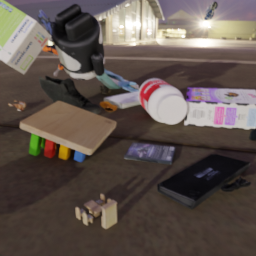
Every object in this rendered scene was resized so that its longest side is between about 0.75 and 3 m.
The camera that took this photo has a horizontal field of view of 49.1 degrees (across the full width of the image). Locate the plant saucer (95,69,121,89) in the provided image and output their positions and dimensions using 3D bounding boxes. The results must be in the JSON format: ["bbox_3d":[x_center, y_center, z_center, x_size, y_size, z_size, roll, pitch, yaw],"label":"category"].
[{"bbox_3d":[-1.582,-3.094,15.386,0.530,2.951,2.951,-43,21,8],"label":"plant saucer"}]

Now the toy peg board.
[{"bbox_3d":[-1.860,0.283,8.983,2.258,1.109,2.267,20,26,8],"label":"toy peg board"}]

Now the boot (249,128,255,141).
[{"bbox_3d":[4.769,0.296,9.426,1.092,0.417,0.917,-6,17,-33],"label":"boot"}]

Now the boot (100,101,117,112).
[{"bbox_3d":[-0.990,-0.973,12.875,0.938,0.330,0.672,12,20,16],"label":"boot"}]

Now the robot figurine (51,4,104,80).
[{"bbox_3d":[-1.600,-2.673,9.159,1.567,2.511,1.886,-4,63,-1],"label":"robot figurine"}]

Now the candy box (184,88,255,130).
[{"bbox_3d":[3.883,-0.877,11.614,2.943,1.053,2.469,4,21,13],"label":"candy box"}]

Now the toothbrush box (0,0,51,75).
[{"bbox_3d":[-3.410,-2.661,7.959,1.911,1.391,0.823,34,-1,20],"label":"toothbrush box"}]

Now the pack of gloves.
[{"bbox_3d":[-0.309,-2.785,16.151,2.418,0.477,2.031,23,23,-13],"label":"pack of gloves"}]

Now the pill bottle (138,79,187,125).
[{"bbox_3d":[1.404,-1.094,11.576,1.490,1.490,2.655,-4,21,-11],"label":"pill bottle"}]

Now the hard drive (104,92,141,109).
[{"bbox_3d":[0.098,-1.435,14.146,2.216,0.291,1.461,-17,27,-38],"label":"hard drive"}]

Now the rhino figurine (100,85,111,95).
[{"bbox_3d":[-1.274,-2.125,15.838,0.574,0.393,1.314,-1,23,-9],"label":"rhino figurine"}]

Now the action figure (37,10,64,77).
[{"bbox_3d":[-2.768,-3.550,11.573,2.624,2.713,1.419,-15,28,32],"label":"action figure"}]

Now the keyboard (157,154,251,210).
[{"bbox_3d":[2.116,1.306,6.974,2.614,0.335,1.569,-19,22,-39],"label":"keyboard"}]

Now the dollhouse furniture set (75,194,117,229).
[{"bbox_3d":[-0.601,1.653,5.785,0.693,0.491,0.755,-19,28,-41],"label":"dollhouse furniture set"}]

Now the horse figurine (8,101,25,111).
[{"bbox_3d":[-5.120,-1.057,13.152,0.720,0.271,1.087,11,15,-3],"label":"horse figurine"}]

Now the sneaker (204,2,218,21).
[{"bbox_3d":[3.561,-5.043,12.241,0.358,0.929,0.396,34,-5,-22],"label":"sneaker"}]

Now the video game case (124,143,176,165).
[{"bbox_3d":[0.694,0.768,8.619,1.415,0.134,1.011,5,21,15],"label":"video game case"}]

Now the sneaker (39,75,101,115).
[{"bbox_3d":[-2.604,-1.473,12.468,2.989,1.559,0.897,10,24,26],"label":"sneaker"}]
